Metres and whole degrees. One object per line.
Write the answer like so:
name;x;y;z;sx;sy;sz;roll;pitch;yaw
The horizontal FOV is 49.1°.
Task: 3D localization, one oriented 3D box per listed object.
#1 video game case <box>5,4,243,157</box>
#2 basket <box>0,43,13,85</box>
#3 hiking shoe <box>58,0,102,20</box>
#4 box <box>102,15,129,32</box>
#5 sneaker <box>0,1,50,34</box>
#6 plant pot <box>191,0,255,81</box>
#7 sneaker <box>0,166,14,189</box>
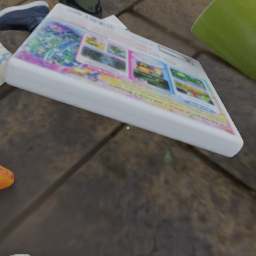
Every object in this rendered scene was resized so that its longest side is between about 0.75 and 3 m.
video game case;0.050;-0.894;4.242;2.891;0.342;2.631;18;34;-14
basket;-4.235;-1.937;8.145;1.711;1.190;1.508;38;63;10
hiking shoe;-1.068;-3.505;6.056;1.273;2.529;0.958;7;46;40
box;-0.819;-3.249;9.552;1.434;0.261;1.035;-30;62;-17
sneaker;-2.540;-2.449;6.895;1.450;0.551;1.047;-21;76;-4
plant pot;2.524;-1.608;4.833;1.946;1.946;2.080;-39;88;-22
sneaker;-3.951;1.271;5.917;2.857;1.043;1.102;2;53;-27
